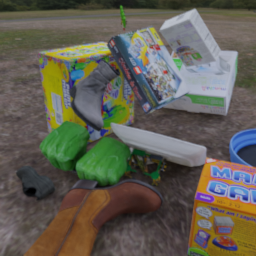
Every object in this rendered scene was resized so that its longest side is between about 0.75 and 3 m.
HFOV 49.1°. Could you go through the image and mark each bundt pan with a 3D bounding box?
[{"bbox_3d":[-1.412,1.064,8.279,0.819,0.307,0.819,0,47,0],"label":"bundt pan"}]

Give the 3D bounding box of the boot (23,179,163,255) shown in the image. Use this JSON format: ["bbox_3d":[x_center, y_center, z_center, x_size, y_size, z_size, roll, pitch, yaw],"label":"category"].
[{"bbox_3d":[-0.633,2.081,5.851,2.385,0.867,2.533,8,29,14],"label":"boot"}]

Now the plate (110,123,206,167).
[{"bbox_3d":[0.924,0.592,7.880,2.494,0.403,2.488,15,-8,19],"label":"plate"}]

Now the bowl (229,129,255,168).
[{"bbox_3d":[4.551,0.932,8.403,2.937,0.577,2.937,0,27,0],"label":"bowl"}]

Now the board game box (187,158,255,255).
[{"bbox_3d":[2.162,1.751,5.765,1.495,1.494,1.494,10,29,19],"label":"board game box"}]

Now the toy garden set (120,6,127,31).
[{"bbox_3d":[-0.158,-4.272,11.148,0.179,0.747,0.896,-8,55,-6],"label":"toy garden set"}]

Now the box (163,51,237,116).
[{"bbox_3d":[3.031,-1.993,12.082,2.797,1.352,2.468,11,61,26],"label":"box"}]

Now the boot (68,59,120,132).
[{"bbox_3d":[-0.673,-0.854,6.303,1.264,0.670,1.919,-43,41,9],"label":"boot"}]

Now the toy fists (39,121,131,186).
[{"bbox_3d":[-1.247,0.780,7.767,2.582,0.888,1.316,22,46,18],"label":"toy fists"}]

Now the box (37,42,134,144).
[{"bbox_3d":[-1.374,-1.332,10.173,1.816,2.977,2.867,23,35,38],"label":"box"}]

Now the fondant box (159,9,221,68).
[{"bbox_3d":[2.264,-3.164,10.206,1.400,1.940,0.565,0,51,51],"label":"fondant box"}]

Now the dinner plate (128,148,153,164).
[{"bbox_3d":[0.508,0.820,9.128,1.145,0.139,1.145,0,25,0],"label":"dinner plate"}]

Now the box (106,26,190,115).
[{"bbox_3d":[0.672,-1.885,8.893,1.732,2.536,0.478,-26,-5,-31],"label":"box"}]

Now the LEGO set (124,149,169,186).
[{"bbox_3d":[0.498,1.185,8.042,1.261,0.731,0.970,5,56,15],"label":"LEGO set"}]

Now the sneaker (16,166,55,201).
[{"bbox_3d":[-2.613,1.465,7.470,1.412,0.536,0.641,16,39,34],"label":"sneaker"}]
